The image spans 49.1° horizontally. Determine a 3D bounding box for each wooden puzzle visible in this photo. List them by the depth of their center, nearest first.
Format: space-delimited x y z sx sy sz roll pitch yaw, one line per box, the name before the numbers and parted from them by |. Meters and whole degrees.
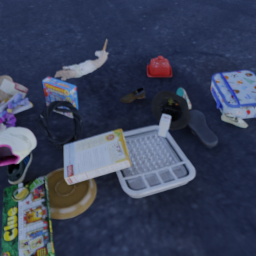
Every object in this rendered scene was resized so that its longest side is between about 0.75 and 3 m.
wooden puzzle | -6.621 -1.498 12.475 2.904 0.541 2.687 -11 34 -20

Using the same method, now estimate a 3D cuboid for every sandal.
sandal | 2.757 0.053 10.888 0.778 0.438 2.045 -12 44 -4

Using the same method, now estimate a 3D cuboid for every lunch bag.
lunch bag | 4.760 -1.449 12.130 2.121 1.000 2.646 -5 42 -2

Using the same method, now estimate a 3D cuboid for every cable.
cable | -2.459 -0.120 10.531 1.585 0.493 1.942 -37 70 -15

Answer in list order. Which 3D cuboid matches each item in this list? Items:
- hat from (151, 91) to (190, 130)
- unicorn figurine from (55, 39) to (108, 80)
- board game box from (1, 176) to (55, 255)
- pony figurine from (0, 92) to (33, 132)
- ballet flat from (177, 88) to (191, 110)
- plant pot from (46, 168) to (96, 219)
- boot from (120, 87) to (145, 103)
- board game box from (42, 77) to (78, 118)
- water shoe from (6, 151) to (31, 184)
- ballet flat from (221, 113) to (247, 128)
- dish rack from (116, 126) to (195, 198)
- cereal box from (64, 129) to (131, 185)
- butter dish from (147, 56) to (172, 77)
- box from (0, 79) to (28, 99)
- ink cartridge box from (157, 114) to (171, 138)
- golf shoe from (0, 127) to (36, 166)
hat | 1.621 -0.589 11.258 1.759 0.710 1.759 7 61 -13
unicorn figurine | -2.102 -2.961 13.468 1.843 0.991 2.683 -5 37 42
board game box | -2.830 2.562 7.820 1.316 0.295 2.512 -20 46 -4
pony figurine | -4.911 -0.450 10.675 2.286 1.972 2.368 -4 31 50
ballet flat | 2.467 -1.242 12.411 0.427 0.505 1.336 31 35 -30
plant pot | -1.969 1.932 8.783 1.933 0.266 1.933 0 40 0
boot | 0.210 -1.500 12.478 1.168 0.566 0.436 -18 63 -16
board game box | -2.782 -1.246 11.591 1.420 1.391 0.397 20 43 20
water shoe | -3.674 1.076 9.460 0.611 0.675 1.710 -5 41 -6
ballet flat | 4.291 -0.303 11.225 1.087 0.339 0.367 18 41 7
dish rack | 0.643 1.124 9.467 2.395 0.608 2.791 -14 42 -14
cereal box | -1.056 0.906 9.149 2.094 0.414 1.507 -16 42 2
butter dish | 1.611 -3.203 14.260 1.266 0.936 1.262 1 41 1
box | -4.781 -1.631 11.737 0.563 0.480 0.880 28 3 29
ink cartridge box | 1.241 -0.085 9.626 0.327 0.559 0.774 15 21 8
golf shoe | -4.434 0.651 8.824 2.830 1.066 1.295 -6 32 4
